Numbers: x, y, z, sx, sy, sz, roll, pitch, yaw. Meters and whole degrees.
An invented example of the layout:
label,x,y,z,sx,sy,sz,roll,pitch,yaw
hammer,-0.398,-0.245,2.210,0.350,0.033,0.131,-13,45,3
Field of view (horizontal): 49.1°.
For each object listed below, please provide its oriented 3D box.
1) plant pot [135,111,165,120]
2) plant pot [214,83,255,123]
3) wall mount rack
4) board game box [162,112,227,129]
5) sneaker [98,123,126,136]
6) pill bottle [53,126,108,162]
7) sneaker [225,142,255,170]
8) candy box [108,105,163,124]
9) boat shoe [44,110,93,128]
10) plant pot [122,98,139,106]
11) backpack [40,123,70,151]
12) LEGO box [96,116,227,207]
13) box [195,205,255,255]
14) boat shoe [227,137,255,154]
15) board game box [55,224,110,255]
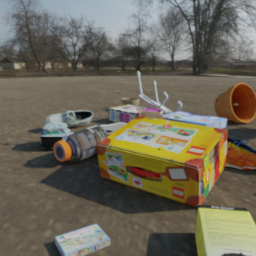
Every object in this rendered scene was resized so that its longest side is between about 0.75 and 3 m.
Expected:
label,x,y,z,sx,sy,sz,roll,pitch,yaw
plant pot,0.968,-0.073,9.778,0.692,1.499,1.499,-38,4,17
plant pot,5.252,-1.159,13.980,1.927,1.927,1.349,-8,0,-28
wall mount rack,1.471,-1.746,14.810,2.494,1.070,2.871,42,14,35
board game box,2.917,-0.291,12.968,2.566,0.469,1.941,12,17,42
sneaker,-0.667,0.039,11.505,1.531,0.559,0.856,1,4,-23
pill bottle,-1.483,0.530,8.786,0.902,0.902,1.699,11,19,38
sneaker,3.159,0.802,8.168,1.829,0.706,0.668,5,14,14
candy box,0.360,-0.606,13.763,2.276,0.694,1.552,12,18,39
boat shoe,-2.576,-0.457,12.468,2.245,0.783,0.800,-9,-25,-40
plant pot,0.144,-1.420,17.011,1.052,0.706,1.052,1,14,0
backpack,-2.590,0.270,10.052,1.053,0.893,1.186,-1,9,-6
LEGO box,0.895,0.666,7.149,2.697,1.041,2.008,11,29,33
box,1.461,1.926,3.833,0.914,0.609,2.430,2,14,7
boat shoe,3.431,0.603,9.124,0.720,0.587,1.711,-13,20,-37
board game box,-0.779,1.933,4.770,0.790,0.135,0.531,-8,17,-30
